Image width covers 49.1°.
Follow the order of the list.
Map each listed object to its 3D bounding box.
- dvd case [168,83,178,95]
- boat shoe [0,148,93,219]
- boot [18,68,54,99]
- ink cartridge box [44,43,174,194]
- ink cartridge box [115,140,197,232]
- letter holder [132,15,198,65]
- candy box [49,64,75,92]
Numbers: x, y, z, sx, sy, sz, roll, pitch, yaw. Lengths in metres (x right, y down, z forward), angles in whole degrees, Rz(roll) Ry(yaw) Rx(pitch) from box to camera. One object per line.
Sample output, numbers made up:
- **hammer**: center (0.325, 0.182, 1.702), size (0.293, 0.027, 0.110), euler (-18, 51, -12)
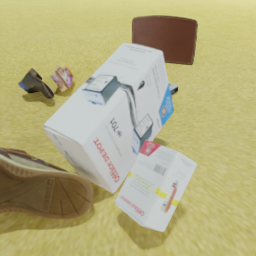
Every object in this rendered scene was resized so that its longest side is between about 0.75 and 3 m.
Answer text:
- **dvd case**: center (0.489, -1.260, 8.905), size (1.777, 0.220, 1.335), euler (23, 40, 33)
- **boat shoe**: center (-1.920, 0.789, 4.503), size (2.678, 0.966, 0.964), euler (13, 2, -16)
- **boot**: center (-2.720, -1.143, 8.268), size (0.658, 0.507, 1.357), euler (-41, 59, -1)
- **ink cartridge box**: center (-0.188, -0.194, 5.184), size (0.956, 1.631, 2.227), euler (21, 61, 32)
- **ink cartridge box**: center (0.393, 0.841, 4.222), size (0.467, 1.119, 0.812), euler (31, -6, -34)
- **letter holder**: center (1.500, -3.732, 11.428), size (2.525, 1.794, 1.270), euler (7, 33, 12)
- **candy box**: center (-2.073, -1.625, 8.928), size (0.313, 0.646, 1.108), euler (-30, 19, 11)
